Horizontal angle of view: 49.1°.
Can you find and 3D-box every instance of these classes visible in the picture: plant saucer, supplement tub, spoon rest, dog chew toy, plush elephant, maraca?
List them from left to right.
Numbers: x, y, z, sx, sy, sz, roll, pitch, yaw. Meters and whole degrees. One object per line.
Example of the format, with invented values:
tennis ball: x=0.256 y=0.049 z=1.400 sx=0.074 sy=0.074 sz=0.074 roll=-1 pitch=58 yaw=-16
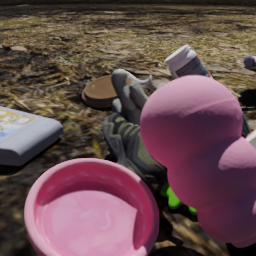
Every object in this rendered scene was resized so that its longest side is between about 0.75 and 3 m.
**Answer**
plant saucer: x=-0.436 y=1.092 z=3.510 sx=1.628 sy=0.413 sz=1.628 roll=11 pitch=37 yaw=-8
plant saucer: x=-0.625 y=-1.253 z=9.026 sx=1.825 sy=0.269 sz=1.825 roll=-7 pitch=36 yaw=5
spoon rest: x=0.182 y=-1.713 z=9.945 sx=1.270 sy=0.385 sz=0.631 roll=5 pitch=63 yaw=1
plush elephant: x=0.623 y=-0.481 z=6.610 sx=1.548 sy=1.647 sz=1.999 roll=-21 pitch=58 yaw=-13
supplement tub: x=1.208 y=-1.141 z=5.615 sx=0.620 sy=0.883 sz=0.620 roll=-36 pitch=11 yaw=8
maraca: x=1.203 y=0.733 z=5.070 sx=1.148 sy=0.896 sz=1.674 roll=6 pitch=55 yaw=28
dog chew toy: x=1.011 y=0.428 z=3.602 sx=1.331 sy=1.331 sz=2.137 roll=-16 pitch=75 yaw=-27

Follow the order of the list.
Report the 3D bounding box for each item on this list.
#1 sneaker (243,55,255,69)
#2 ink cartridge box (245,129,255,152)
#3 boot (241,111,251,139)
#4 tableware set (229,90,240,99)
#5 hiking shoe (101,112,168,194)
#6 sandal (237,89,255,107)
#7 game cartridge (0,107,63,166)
sneaker: x=5.630 y=-2.722 z=12.042 sx=0.713 sy=0.536 sz=1.432 roll=-3 pitch=29 yaw=-35
ink cartridge box: x=2.597 y=0.034 z=4.682 sx=0.511 sy=1.233 sz=0.905 roll=50 pitch=32 yaw=11
boot: x=2.093 y=-0.043 z=6.013 sx=1.327 sy=0.435 sz=1.093 roll=-2 pitch=57 yaw=-41
tableware set: x=2.610 y=-0.996 z=8.741 sx=1.028 sy=0.234 sz=1.526 roll=-30 pitch=45 yaw=-16
hiking shoe: x=0.260 y=0.331 z=5.363 sx=1.227 sy=0.923 sz=2.437 roll=-28 pitch=36 yaw=3
sandal: x=4.033 y=-0.985 z=8.630 sx=1.497 sy=0.562 sz=0.337 roll=-12 pitch=7 yaw=-9
game cartridge: x=-3.101 y=0.109 z=6.685 sx=2.567 sy=0.533 sz=1.710 roll=13 pitch=27 yaw=22
